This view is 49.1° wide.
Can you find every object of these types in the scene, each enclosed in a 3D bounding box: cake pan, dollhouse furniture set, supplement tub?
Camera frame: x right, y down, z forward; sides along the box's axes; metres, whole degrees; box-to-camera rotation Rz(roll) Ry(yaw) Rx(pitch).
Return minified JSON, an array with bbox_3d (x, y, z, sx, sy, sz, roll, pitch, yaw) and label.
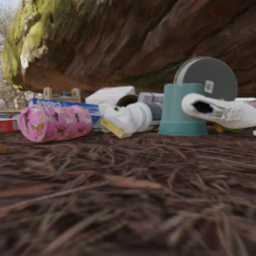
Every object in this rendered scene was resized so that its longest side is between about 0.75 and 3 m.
[{"bbox_3d":[3.380,-1.700,11.930,2.852,2.852,0.523,-1,-4,-8],"label":"cake pan"},{"bbox_3d":[-4.461,-1.494,17.521,1.971,1.960,2.797,-3,6,-35],"label":"dollhouse furniture set"},{"bbox_3d":[0.605,-0.374,9.640,0.989,0.989,1.410,4,6,42],"label":"supplement tub"}]

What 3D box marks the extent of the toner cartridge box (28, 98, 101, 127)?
[{"bbox_3d":[-2.017,-0.344,8.650,2.163,0.467,1.028,2,-31,-38],"label":"toner cartridge box"}]

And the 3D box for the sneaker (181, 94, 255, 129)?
[{"bbox_3d":[2.470,-0.376,7.404,2.102,0.783,0.915,10,10,5],"label":"sneaker"}]

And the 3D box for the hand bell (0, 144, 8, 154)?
[{"bbox_3d":[-2.996,0.254,4.989,1.602,0.834,0.834,12,3,-10],"label":"hand bell"}]

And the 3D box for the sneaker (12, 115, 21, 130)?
[{"bbox_3d":[-3.884,-0.177,10.619,1.626,0.575,0.806,-38,-6,-45],"label":"sneaker"}]

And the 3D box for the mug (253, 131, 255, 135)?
[{"bbox_3d":[3.726,0.033,7.317,0.856,0.632,0.750,-17,-4,14],"label":"mug"}]

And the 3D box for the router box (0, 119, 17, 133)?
[{"bbox_3d":[-4.913,-0.062,9.263,1.758,0.429,1.578,2,5,25],"label":"router box"}]

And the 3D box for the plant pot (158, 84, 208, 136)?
[{"bbox_3d":[1.751,-0.593,8.925,1.595,1.562,1.595,1,5,0],"label":"plant pot"}]

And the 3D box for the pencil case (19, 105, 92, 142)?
[{"bbox_3d":[-1.784,-0.152,7.216,0.892,0.854,2.063,21,12,21],"label":"pencil case"}]

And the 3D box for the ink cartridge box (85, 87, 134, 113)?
[{"bbox_3d":[-0.844,-1.335,14.556,1.912,1.080,2.610,0,20,15],"label":"ink cartridge box"}]

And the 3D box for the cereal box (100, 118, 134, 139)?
[{"bbox_3d":[-0.283,-0.013,7.813,0.720,0.198,1.001,37,11,13],"label":"cereal box"}]

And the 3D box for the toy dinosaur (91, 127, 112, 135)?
[{"bbox_3d":[-0.903,0.080,8.790,1.024,0.243,0.451,6,5,43],"label":"toy dinosaur"}]

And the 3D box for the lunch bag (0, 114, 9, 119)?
[{"bbox_3d":[-5.516,-0.262,11.116,1.127,0.542,1.405,-2,4,10],"label":"lunch bag"}]

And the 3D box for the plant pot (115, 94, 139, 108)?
[{"bbox_3d":[0.211,-0.676,12.521,1.414,1.414,1.227,1,-11,11],"label":"plant pot"}]

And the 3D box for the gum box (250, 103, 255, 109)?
[{"bbox_3d":[4.396,-0.530,10.823,0.709,0.413,1.250,-20,-6,-36],"label":"gum box"}]

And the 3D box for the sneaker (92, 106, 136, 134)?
[{"bbox_3d":[-0.554,-0.283,9.349,0.786,0.896,2.235,-6,6,-41],"label":"sneaker"}]

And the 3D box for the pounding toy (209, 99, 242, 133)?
[{"bbox_3d":[3.020,-0.265,9.131,0.721,1.199,1.553,-31,-1,12],"label":"pounding toy"}]

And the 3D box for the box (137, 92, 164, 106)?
[{"bbox_3d":[1.043,-0.704,10.760,1.589,1.239,0.327,0,30,-30],"label":"box"}]
